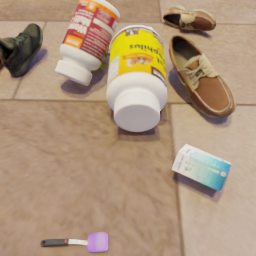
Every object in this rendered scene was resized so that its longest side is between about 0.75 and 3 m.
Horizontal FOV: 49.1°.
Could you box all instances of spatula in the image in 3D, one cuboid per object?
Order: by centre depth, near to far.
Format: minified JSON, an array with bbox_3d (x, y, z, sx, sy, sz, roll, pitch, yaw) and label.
[{"bbox_3d":[-1.010,2.147,5.261,1.281,0.132,0.362,0,48,0],"label":"spatula"}]

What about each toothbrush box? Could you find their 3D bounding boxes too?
[{"bbox_3d":[1.572,0.812,5.965,1.065,0.454,0.780,24,17,17],"label":"toothbrush box"}]

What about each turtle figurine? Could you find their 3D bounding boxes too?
[{"bbox_3d":[-0.778,-2.225,8.813,1.209,0.389,0.975,4,50,12],"label":"turtle figurine"}]

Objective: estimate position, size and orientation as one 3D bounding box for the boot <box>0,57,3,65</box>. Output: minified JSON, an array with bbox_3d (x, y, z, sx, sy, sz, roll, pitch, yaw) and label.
[{"bbox_3d":[-5.075,-2.307,8.514,2.365,0.856,1.967,19,44,8],"label":"boot"}]

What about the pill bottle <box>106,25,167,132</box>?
[{"bbox_3d":[0.229,-1.295,7.259,1.497,1.497,2.741,1,53,1],"label":"pill bottle"}]

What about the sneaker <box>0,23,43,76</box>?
[{"bbox_3d":[-3.191,-2.558,8.345,0.695,1.042,1.819,18,70,13],"label":"sneaker"}]

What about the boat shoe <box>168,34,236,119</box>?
[{"bbox_3d":[1.812,-1.426,7.462,1.054,1.000,2.785,-37,58,14],"label":"boat shoe"}]

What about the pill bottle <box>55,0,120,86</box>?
[{"bbox_3d":[-1.163,-2.383,7.822,1.200,1.200,2.190,23,91,19],"label":"pill bottle"}]

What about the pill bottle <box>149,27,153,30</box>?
[{"bbox_3d":[0.712,-2.848,9.047,0.412,0.754,0.412,-8,52,10],"label":"pill bottle"}]

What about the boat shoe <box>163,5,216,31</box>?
[{"bbox_3d":[2.141,-3.815,10.047,2.024,0.767,0.727,28,58,33],"label":"boat shoe"}]
